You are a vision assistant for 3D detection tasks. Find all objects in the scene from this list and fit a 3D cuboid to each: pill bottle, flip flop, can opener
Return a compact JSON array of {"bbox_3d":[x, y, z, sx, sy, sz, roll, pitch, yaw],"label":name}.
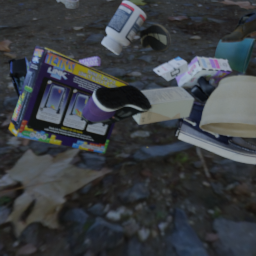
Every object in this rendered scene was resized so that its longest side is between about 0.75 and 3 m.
[{"bbox_3d":[-0.210,-3.557,10.090,1.007,1.685,1.007,34,8,-5],"label":"pill bottle"},{"bbox_3d":[1.070,-3.366,10.497,0.659,0.929,2.290,-10,17,-14],"label":"flip flop"},{"bbox_3d":[2.475,-0.897,7.956,1.589,0.625,0.504,29,47,-26],"label":"can opener"}]

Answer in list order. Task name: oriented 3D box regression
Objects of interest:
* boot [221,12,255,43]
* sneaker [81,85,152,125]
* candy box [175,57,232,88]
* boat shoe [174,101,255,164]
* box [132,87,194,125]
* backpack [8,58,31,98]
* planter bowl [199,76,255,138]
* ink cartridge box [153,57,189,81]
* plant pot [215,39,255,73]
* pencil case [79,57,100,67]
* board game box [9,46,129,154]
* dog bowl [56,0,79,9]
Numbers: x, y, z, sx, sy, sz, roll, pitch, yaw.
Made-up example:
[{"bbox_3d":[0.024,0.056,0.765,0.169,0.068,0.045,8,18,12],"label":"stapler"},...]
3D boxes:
[{"bbox_3d":[3.696,-3.315,9.310,1.592,0.772,0.595,-22,28,-23],"label":"boot"},{"bbox_3d":[-0.270,-0.465,6.297,1.876,0.821,0.710,-5,59,-50],"label":"sneaker"},{"bbox_3d":[2.179,-1.578,8.175,1.224,1.026,0.438,-4,70,-31],"label":"candy box"},{"bbox_3d":[2.721,0.071,8.117,2.647,1.227,0.988,19,18,19],"label":"boat shoe"},{"bbox_3d":[0.901,-0.638,7.691,1.611,0.626,0.765,-8,39,-22],"label":"box"},{"bbox_3d":[-4.563,-2.113,12.669,1.266,1.723,1.577,-12,44,-16],"label":"backpack"},{"bbox_3d":[2.792,-0.531,6.948,1.865,1.865,1.255,8,81,9],"label":"planter bowl"},{"bbox_3d":[1.061,-1.442,7.009,0.759,0.257,0.440,-26,36,-5],"label":"ink cartridge box"},{"bbox_3d":[4.077,-2.890,10.850,1.209,1.287,1.287,19,43,23],"label":"plant pot"},{"bbox_3d":[-1.413,-2.397,10.362,0.829,0.354,0.348,-6,-3,19],"label":"pencil case"},{"bbox_3d":[-1.505,-0.621,7.614,2.693,2.226,0.763,17,4,-41],"label":"board game box"},{"bbox_3d":[-2.309,-4.991,10.781,0.907,0.266,0.907,14,53,-18],"label":"dog bowl"}]
